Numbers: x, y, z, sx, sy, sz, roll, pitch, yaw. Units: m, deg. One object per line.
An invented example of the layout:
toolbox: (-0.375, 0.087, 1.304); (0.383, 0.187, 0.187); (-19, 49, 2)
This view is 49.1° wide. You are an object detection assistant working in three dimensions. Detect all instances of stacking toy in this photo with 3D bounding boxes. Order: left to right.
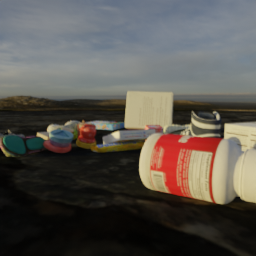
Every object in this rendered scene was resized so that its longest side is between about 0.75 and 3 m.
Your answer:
stacking toy: (-2.296, 0.149, 10.510); (1.776, 0.829, 1.962); (28, 24, 38)

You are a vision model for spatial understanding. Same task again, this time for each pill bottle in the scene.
pill bottle: (1.399, 0.766, 5.377); (2.142, 1.203, 1.203); (5, 8, 33)

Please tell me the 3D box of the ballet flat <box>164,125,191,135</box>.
ballet flat: (2.718, 0.276, 12.901); (2.221, 0.797, 0.797); (-1, 6, 13)

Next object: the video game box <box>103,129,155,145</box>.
video game box: (0.010, 0.375, 10.927); (1.538, 0.395, 1.688); (-5, -7, -25)

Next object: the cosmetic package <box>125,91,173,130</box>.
cosmetic package: (1.173, -0.814, 14.818); (2.323, 1.932, 1.944); (3, -3, 10)

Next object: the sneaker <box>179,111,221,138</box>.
sneaker: (2.222, 0.159, 9.388); (0.979, 1.515, 2.792); (-2, 7, -15)

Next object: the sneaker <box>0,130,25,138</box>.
sneaker: (-4.818, 0.381, 11.589); (0.539, 0.592, 1.443); (2, 7, 19)

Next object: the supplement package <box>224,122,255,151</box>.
supplement package: (3.996, 0.502, 7.747); (2.138, 1.185, 1.665); (-3, 7, -32)

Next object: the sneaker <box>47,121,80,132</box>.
sneaker: (-2.992, 0.134, 14.006); (1.894, 0.717, 0.871); (-15, 21, -38)

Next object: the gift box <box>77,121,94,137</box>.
gift box: (-2.115, 0.038, 13.995); (0.722, 0.782, 0.730); (5, 5, 3)

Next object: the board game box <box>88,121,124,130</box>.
board game box: (-1.493, -0.154, 17.351); (2.073, 0.379, 1.568); (2, 7, 26)

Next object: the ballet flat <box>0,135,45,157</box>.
ballet flat: (-3.654, 0.636, 9.397); (0.762, 0.740, 2.141); (-20, -6, 17)

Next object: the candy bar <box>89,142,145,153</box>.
candy bar: (-0.215, 0.689, 10.343); (2.442, 0.271, 0.609); (-2, 5, -28)

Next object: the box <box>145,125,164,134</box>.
box: (1.109, 0.280, 12.067); (0.652, 0.706, 1.377); (-1, 8, -2)
